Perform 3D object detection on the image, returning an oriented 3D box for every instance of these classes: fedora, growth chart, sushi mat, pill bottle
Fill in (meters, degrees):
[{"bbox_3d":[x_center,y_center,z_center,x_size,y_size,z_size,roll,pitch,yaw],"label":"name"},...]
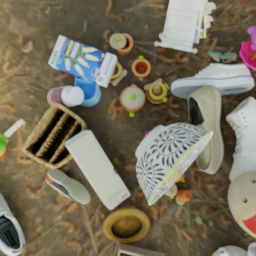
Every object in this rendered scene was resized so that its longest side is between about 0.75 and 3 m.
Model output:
[{"bbox_3d":[-0.059,2.825,8.477,1.473,0.601,1.473,-1,120,-1],"label":"fedora"},{"bbox_3d":[2.029,-3.707,9.674,1.708,0.209,2.361,16,83,2],"label":"growth chart"},{"bbox_3d":[1.185,1.198,8.307,0.450,0.057,0.941,-37,99,-16],"label":"sushi mat"},{"bbox_3d":[-1.965,-0.969,8.816,1.138,0.650,0.650,1,80,42],"label":"pill bottle"}]

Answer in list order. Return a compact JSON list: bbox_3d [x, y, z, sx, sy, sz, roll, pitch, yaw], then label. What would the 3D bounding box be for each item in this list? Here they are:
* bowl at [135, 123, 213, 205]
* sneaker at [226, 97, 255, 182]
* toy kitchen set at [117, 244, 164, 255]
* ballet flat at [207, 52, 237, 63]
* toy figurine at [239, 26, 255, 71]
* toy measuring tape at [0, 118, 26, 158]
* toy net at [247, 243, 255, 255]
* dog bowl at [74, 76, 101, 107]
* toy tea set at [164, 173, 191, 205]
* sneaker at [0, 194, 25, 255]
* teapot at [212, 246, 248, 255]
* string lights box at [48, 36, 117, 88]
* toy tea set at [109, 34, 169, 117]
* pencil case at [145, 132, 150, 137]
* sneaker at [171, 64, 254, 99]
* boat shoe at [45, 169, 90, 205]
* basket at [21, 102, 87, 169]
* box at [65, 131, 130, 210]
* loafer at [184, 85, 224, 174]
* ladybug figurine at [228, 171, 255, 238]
[{"bbox_3d":[0.991,0.723,7.540,1.192,2.539,2.539,41,84,19],"label":"bowl"},{"bbox_3d":[3.485,0.327,8.648,1.574,1.004,2.724,38,71,-4],"label":"sneaker"},{"bbox_3d":[0.255,4.434,7.852,1.424,1.579,1.288,13,105,1],"label":"toy kitchen set"},{"bbox_3d":[3.163,-2.380,9.463,0.969,0.343,0.343,4,83,4],"label":"ballet flat"},{"bbox_3d":[4.333,-2.512,8.217,1.740,2.133,2.317,-49,125,-32],"label":"toy figurine"},{"bbox_3d":[-3.956,0.442,8.907,1.781,0.655,0.655,-42,84,-5],"label":"toy measuring tape"},{"bbox_3d":[3.977,3.041,8.162,1.404,0.517,2.676,32,58,0],"label":"toy net"},{"bbox_3d":[-1.355,-1.540,9.287,0.906,0.403,1.626,2,82,0],"label":"dog bowl"},{"bbox_3d":[1.291,1.632,8.889,1.040,0.647,1.750,-13,78,-31],"label":"toy tea set"},{"bbox_3d":[-3.869,2.616,8.365,2.604,0.922,0.951,53,48,0],"label":"sneaker"},{"bbox_3d":[3.187,4.354,8.118,1.641,1.198,1.619,12,83,1],"label":"teapot"},{"bbox_3d":[-1.405,-2.081,8.853,1.896,0.559,0.974,20,87,4],"label":"string lights box"},{"bbox_3d":[0.075,-1.763,8.997,1.660,1.033,2.792,-33,84,-4],"label":"toy tea set"},{"bbox_3d":[1.163,0.370,8.954,1.280,0.566,0.566,0,83,3],"label":"pencil case"},{"bbox_3d":[2.665,-1.556,9.133,2.663,0.972,0.943,-5,66,-6],"label":"sneaker"},{"bbox_3d":[-1.913,1.906,8.807,1.605,0.571,0.502,35,127,2],"label":"boat shoe"},{"bbox_3d":[-2.107,0.340,8.580,1.274,1.330,1.786,34,83,4],"label":"basket"},{"bbox_3d":[-0.919,1.218,8.311,0.782,0.939,2.286,-33,102,-17],"label":"box"},{"bbox_3d":[2.211,0.094,8.494,0.932,1.033,2.730,-8,99,-19],"label":"loafer"},{"bbox_3d":[3.865,2.167,7.513,2.569,0.924,1.744,30,75,-15],"label":"ladybug figurine"}]
